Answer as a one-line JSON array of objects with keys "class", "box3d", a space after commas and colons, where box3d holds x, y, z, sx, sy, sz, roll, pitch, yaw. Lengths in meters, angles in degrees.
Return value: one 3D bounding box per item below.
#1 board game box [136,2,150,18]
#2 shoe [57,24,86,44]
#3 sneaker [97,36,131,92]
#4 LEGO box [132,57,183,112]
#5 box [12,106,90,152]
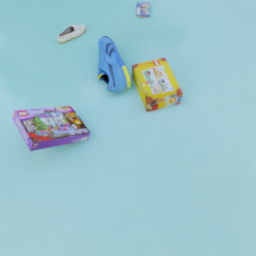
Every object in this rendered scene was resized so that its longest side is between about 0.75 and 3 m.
[{"class": "board game box", "box3d": [0.698, -5.512, 13.081, 0.627, 0.160, 0.927, 1, 60, 1]}, {"class": "shoe", "box3d": [-2.446, -4.150, 12.158, 1.455, 0.388, 0.509, -38, 67, -20]}, {"class": "sneaker", "box3d": [-0.846, -2.533, 10.912, 1.085, 0.912, 2.767, -18, 62, -11]}, {"class": "LEGO box", "box3d": [1.042, -1.649, 10.518, 1.362, 0.706, 1.829, -14, 61, -8]}, {"class": "box", "box3d": [-2.445, -0.056, 9.056, 2.081, 0.407, 1.424, -10, 51, -44]}]
